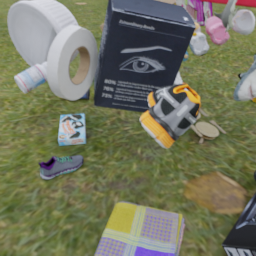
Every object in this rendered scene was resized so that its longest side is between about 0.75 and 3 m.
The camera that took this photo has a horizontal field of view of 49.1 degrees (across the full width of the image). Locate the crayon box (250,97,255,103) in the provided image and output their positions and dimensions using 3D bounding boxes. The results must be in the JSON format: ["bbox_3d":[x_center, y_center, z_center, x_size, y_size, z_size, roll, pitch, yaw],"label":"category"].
[{"bbox_3d":[5.782,-1.140,11.541,0.832,0.333,1.310,-19,39,-24],"label":"crayon box"}]

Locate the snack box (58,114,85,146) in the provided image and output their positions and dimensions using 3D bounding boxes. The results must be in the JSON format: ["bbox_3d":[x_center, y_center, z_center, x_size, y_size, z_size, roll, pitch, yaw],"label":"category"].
[{"bbox_3d":[-1.973,0.038,9.915,0.888,0.284,1.528,-5,36,-7],"label":"snack box"}]

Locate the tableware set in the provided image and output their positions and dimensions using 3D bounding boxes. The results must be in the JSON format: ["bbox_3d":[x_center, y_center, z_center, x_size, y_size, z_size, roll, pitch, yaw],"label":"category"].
[{"bbox_3d":[2.474,-0.154,10.139,1.245,0.377,1.883,-6,40,-28],"label":"tableware set"}]

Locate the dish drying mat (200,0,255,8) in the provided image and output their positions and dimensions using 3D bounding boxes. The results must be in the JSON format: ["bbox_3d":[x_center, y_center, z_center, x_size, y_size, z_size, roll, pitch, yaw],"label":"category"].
[{"bbox_3d":[3.400,-4.146,8.451,2.342,0.899,0.213,20,10,26],"label":"dish drying mat"}]

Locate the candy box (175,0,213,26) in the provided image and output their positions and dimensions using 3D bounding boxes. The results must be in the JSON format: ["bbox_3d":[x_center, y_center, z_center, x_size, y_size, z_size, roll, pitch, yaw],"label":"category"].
[{"bbox_3d":[2.680,-4.837,11.562,0.518,1.158,1.698,-24,27,-22],"label":"candy box"}]

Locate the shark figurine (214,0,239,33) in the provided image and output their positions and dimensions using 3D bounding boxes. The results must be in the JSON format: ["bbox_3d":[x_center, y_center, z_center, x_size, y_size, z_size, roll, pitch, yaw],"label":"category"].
[{"bbox_3d":[2.747,-3.330,7.881,0.607,1.454,0.869,27,59,24],"label":"shark figurine"}]

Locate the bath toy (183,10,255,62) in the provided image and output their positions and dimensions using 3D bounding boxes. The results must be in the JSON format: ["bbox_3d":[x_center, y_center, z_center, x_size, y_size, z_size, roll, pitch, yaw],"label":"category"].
[{"bbox_3d":[2.830,-3.186,9.431,2.646,1.151,0.978,-20,7,12],"label":"bath toy"}]

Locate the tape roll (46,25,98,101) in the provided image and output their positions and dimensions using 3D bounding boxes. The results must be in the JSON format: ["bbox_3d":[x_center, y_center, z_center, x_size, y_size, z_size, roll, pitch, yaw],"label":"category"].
[{"bbox_3d":[-1.288,-1.529,6.744,0.320,1.752,1.752,18,39,19],"label":"tape roll"}]

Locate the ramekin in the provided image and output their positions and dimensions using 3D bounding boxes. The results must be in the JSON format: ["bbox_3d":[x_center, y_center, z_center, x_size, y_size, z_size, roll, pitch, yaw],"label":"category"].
[{"bbox_3d":[-2.536,-2.906,8.861,2.351,2.351,1.095,20,46,25],"label":"ramekin"}]

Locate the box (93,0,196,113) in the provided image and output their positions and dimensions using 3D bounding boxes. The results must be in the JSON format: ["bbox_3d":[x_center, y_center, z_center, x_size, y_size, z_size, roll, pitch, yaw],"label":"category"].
[{"bbox_3d":[0.262,-1.926,7.602,2.058,2.781,1.451,8,40,-13],"label":"box"}]

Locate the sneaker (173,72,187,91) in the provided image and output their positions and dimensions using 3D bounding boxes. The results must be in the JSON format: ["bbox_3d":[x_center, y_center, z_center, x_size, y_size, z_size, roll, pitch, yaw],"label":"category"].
[{"bbox_3d":[1.922,-2.046,11.615,2.091,0.815,1.039,45,62,-8],"label":"sneaker"}]

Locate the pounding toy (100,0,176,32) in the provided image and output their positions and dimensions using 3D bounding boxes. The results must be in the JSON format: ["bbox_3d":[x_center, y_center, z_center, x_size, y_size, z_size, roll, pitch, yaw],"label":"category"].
[{"bbox_3d":[-0.085,-3.828,9.049,2.399,1.097,2.107,-38,19,-34],"label":"pounding toy"}]

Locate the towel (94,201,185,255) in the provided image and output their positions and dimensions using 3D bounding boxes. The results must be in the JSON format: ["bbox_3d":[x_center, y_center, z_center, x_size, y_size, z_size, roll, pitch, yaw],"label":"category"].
[{"bbox_3d":[0.185,2.710,6.146,1.793,0.284,2.497,12,37,15],"label":"towel"}]

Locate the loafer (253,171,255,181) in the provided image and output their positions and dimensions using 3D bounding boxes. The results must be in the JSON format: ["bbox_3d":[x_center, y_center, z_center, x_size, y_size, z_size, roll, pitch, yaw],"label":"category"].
[{"bbox_3d":[4.399,1.518,7.480,1.933,0.656,0.678,13,26,12],"label":"loafer"}]

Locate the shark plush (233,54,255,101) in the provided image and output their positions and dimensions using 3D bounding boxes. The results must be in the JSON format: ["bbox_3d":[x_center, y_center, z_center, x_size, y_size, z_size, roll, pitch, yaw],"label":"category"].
[{"bbox_3d":[3.661,-1.755,8.088,1.217,1.328,2.923,-27,29,35],"label":"shark plush"}]

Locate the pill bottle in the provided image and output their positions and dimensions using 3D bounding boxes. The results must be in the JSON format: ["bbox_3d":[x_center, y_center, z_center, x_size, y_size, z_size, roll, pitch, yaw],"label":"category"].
[{"bbox_3d":[-2.478,-1.358,7.435,0.935,0.508,0.508,-38,48,-22],"label":"pill bottle"}]

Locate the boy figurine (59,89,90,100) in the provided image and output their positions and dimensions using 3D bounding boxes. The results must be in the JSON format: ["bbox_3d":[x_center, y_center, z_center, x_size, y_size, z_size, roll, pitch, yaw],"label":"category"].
[{"bbox_3d":[-2.314,-1.469,11.929,1.360,0.438,0.845,3,38,1],"label":"boy figurine"}]

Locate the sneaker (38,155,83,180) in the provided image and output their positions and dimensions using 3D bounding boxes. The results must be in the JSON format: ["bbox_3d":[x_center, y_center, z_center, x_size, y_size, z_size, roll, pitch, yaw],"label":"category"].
[{"bbox_3d":[-1.938,1.033,8.245,1.352,0.592,0.503,-23,41,-28],"label":"sneaker"}]

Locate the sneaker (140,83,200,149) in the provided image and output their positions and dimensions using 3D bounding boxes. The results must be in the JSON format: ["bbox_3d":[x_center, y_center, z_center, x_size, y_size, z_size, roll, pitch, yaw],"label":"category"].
[{"bbox_3d":[0.972,-0.440,5.564,0.985,0.972,2.516,42,21,-7],"label":"sneaker"}]

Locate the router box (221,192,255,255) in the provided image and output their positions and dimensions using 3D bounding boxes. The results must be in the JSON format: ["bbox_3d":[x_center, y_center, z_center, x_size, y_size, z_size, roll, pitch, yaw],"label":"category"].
[{"bbox_3d":[3.597,1.885,5.886,2.752,0.719,2.164,-34,6,-37],"label":"router box"}]
